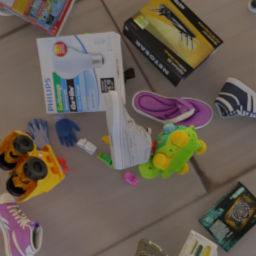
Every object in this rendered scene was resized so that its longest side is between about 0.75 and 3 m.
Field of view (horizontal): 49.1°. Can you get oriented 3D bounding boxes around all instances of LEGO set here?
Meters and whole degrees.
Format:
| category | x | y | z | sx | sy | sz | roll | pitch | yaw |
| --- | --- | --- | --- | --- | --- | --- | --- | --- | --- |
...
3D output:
| category | x | y | z | sx | sy | sz | roll | pitch | yaw |
| --- | --- | --- | --- | --- | --- | --- | --- | --- | --- |
| LEGO set | -0.367 | 0.802 | 8.681 | 2.333 | 0.957 | 0.890 | 37 | 71 | -5 |

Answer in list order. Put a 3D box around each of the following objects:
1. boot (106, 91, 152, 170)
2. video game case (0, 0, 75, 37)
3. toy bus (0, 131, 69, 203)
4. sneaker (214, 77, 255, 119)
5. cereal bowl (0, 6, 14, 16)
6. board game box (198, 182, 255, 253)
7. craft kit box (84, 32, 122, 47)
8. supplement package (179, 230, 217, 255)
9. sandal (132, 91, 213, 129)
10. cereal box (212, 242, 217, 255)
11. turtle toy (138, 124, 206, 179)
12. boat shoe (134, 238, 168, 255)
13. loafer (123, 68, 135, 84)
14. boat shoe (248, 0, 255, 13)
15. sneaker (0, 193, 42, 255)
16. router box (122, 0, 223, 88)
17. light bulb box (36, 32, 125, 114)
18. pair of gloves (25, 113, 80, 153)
| category | x | y | z | sx | sy | sz | roll | pitch | yaw |
| --- | --- | --- | --- | --- | --- | --- | --- | --- | --- |
| boot | 0.056 | 0.037 | 7.745 | 1.132 | 0.871 | 2.368 | -10 | 121 | -13 |
| video game case | -3.238 | -4.606 | 9.336 | 2.773 | 0.242 | 1.983 | 26 | 82 | -24 |
| toy bus | -2.732 | 1.053 | 8.467 | 1.283 | 1.815 | 1.891 | -40 | 71 | 30 |
| sneaker | 3.889 | -0.546 | 9.146 | 2.257 | 0.791 | 1.224 | 37 | 86 | 4 |
| cereal bowl | -4.293 | -5.048 | 8.822 | 1.120 | 2.688 | 2.688 | 20 | 83 | 16 |
| board game box | 3.345 | 2.812 | 8.945 | 1.872 | 0.264 | 1.266 | -41 | 83 | -5 |
| craft kit box | -1.032 | -2.475 | 9.650 | 1.348 | 0.331 | 1.365 | 17 | 83 | 0 |
| supplement package | 2.059 | 3.742 | 8.403 | 0.753 | 0.748 | 0.993 | 28 | 79 | 11 |
| sandal | 1.459 | -0.571 | 9.186 | 2.722 | 0.669 | 1.108 | 9 | 85 | 0 |
| cereal box | 2.499 | 4.108 | 8.815 | 0.635 | 0.174 | 0.882 | -7 | 83 | 0 |
| turtle toy | 1.219 | 0.761 | 8.621 | 2.268 | 1.653 | 1.146 | -51 | 51 | 13 |
| boat shoe | 0.914 | 3.944 | 8.096 | 0.831 | 2.324 | 0.695 | -17 | 42 | 26 |
| loafer | -0.202 | -1.658 | 9.474 | 1.049 | 0.383 | 0.374 | -29 | 81 | -6 |
| boat shoe | 5.111 | -4.277 | 9.733 | 1.694 | 0.601 | 0.611 | 0 | 82 | 0 |
| sneaker | -3.177 | 2.790 | 8.395 | 1.214 | 0.772 | 2.129 | -34 | 71 | 19 |
| router box | 1.444 | -2.985 | 9.241 | 2.074 | 0.689 | 2.638 | -43 | 85 | -14 |
| light bulb box | -1.336 | -1.649 | 8.511 | 2.241 | 1.398 | 2.221 | -3 | 103 | 8 |
| pair of gloves | -2.505 | 0.167 | 9.345 | 1.740 | 0.198 | 1.399 | -22 | 84 | -4 |
